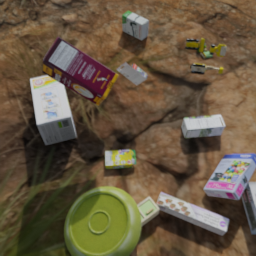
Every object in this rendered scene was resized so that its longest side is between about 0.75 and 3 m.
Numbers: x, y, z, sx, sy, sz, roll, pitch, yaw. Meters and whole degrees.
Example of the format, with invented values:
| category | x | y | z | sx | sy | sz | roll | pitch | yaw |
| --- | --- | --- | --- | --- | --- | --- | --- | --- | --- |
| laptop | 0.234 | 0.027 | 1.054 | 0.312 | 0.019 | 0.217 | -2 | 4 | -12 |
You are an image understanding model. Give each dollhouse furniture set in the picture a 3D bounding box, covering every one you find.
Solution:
| category | x | y | z | sx | sy | sz | roll | pitch | yaw |
| --- | --- | --- | --- | --- | --- | --- | --- | --- | --- |
| dollhouse furniture set | 3.850 | -3.863 | 13.959 | 0.517 | 0.396 | 0.789 | -17 | 56 | -12 |

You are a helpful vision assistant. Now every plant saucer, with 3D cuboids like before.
| category | x | y | z | sx | sy | sz | roll | pitch | yaw |
| --- | --- | --- | --- | --- | --- | --- | --- | --- | --- |
| plant saucer | -0.867 | 2.991 | 8.763 | 2.545 | 0.395 | 2.545 | -7 | 57 | 10 |

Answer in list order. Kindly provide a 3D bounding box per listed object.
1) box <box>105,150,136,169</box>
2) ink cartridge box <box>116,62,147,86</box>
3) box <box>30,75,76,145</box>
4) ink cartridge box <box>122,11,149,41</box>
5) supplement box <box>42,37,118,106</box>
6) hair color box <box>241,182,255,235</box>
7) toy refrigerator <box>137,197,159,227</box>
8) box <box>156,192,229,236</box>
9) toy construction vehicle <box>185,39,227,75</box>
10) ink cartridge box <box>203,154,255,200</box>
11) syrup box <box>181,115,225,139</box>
| category | x | y | z | sx | sy | sz | roll | pitch | yaw |
| --- | --- | --- | --- | --- | --- | --- | --- | --- | --- |
| box | -0.285 | 1.164 | 10.453 | 1.137 | 0.275 | 0.667 | -4 | 54 | 0 |
| ink cartridge box | 0.149 | -2.138 | 10.735 | 1.096 | 0.597 | 0.276 | 34 | 50 | -27 |
| box | -2.988 | -0.791 | 11.147 | 1.254 | 1.392 | 2.475 | -14 | 56 | -10 |
| ink cartridge box | 0.371 | -5.337 | 14.650 | 1.351 | 0.990 | 0.561 | 33 | 62 | 22 |
| supplement box | -1.572 | -1.758 | 9.088 | 2.197 | 1.212 | 0.941 | 30 | 74 | -11 |
| hair color box | 5.367 | 2.564 | 9.067 | 2.925 | 0.887 | 1.448 | -1 | 54 | -1 |
| toy refrigerator | 0.270 | 2.905 | 9.055 | 1.465 | 0.512 | 0.556 | -30 | 59 | -20 |
| box | 2.053 | 2.801 | 9.162 | 2.319 | 0.480 | 0.449 | 19 | 57 | 14 |
| toy construction vehicle | 2.237 | -2.087 | 8.177 | 1.143 | 0.995 | 0.403 | 9 | 25 | 17 |
| ink cartridge box | 3.624 | 1.514 | 9.662 | 2.096 | 1.251 | 0.440 | -45 | 108 | -29 |
| syrup box | 2.966 | -0.051 | 11.107 | 1.528 | 0.602 | 0.622 | -6 | 55 | -4 |
